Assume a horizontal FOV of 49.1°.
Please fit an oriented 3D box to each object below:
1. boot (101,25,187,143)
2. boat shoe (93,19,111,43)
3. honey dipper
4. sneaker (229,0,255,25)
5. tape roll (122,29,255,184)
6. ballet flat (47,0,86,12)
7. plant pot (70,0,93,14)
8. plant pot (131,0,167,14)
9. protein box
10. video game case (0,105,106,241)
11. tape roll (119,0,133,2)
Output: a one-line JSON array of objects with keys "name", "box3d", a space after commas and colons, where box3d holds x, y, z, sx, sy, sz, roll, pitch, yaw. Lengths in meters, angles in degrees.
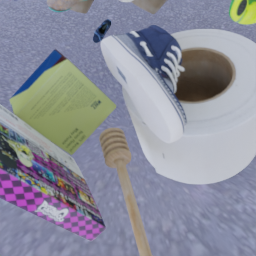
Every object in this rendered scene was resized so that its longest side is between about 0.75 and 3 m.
[{"name": "boot", "box3d": [0.501, -0.924, 4.499, 1.163, 0.936, 2.574, -24, 50, -9]}, {"name": "boat shoe", "box3d": [-0.794, -2.742, 7.941, 0.336, 0.799, 0.274, 34, 38, -7]}, {"name": "honey dipper", "box3d": [0.005, 0.941, 3.910, 0.436, 0.436, 2.296, -9, 48, -11]}, {"name": "sneaker", "box3d": [3.187, -3.686, 6.680, 1.111, 2.999, 1.253, 30, -8, -19]}, {"name": "tape roll", "box3d": [1.442, -0.468, 5.996, 2.821, 1.937, 2.821, -8, 53, 10]}, {"name": "ballet flat", "box3d": [-1.250, -2.951, 6.042, 0.514, 0.508, 1.510, 26, 40, 1]}, {"name": "plant pot", "box3d": [-1.413, -3.916, 8.150, 1.089, 0.945, 1.089, 17, 27, -9]}, {"name": "plant pot", "box3d": [0.686, -4.098, 7.976, 1.550, 1.345, 1.550, 24, 28, -13]}, {"name": "protein box", "box3d": [-1.128, -0.440, 4.895, 1.217, 1.226, 0.827, -47, 37, 1]}, {"name": "video game case", "box3d": [-1.211, 0.534, 3.791, 0.330, 1.842, 1.670, -43, 41, 1]}, {"name": "tape roll", "box3d": [-0.100, -3.597, 6.784, 1.057, 1.057, 0.193, 23, 54, 24]}]
